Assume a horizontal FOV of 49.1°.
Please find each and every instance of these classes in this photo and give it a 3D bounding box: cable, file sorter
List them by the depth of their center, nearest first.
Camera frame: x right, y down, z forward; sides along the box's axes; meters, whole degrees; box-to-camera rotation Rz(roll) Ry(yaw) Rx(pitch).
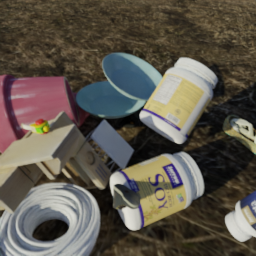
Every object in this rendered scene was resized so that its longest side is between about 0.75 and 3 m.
[{"bbox_3d":[-2.123,2.738,7.620,2.734,0.946,2.733,-6,36,-8],"label":"cable"},{"bbox_3d":[-0.765,0.724,9.455,1.499,0.933,1.040,47,34,-11],"label":"file sorter"}]

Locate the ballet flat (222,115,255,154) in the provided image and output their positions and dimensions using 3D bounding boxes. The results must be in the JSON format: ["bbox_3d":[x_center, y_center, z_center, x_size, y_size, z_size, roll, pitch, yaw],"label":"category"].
[{"bbox_3d":[4.806,0.329,10.830,0.942,0.942,2.664,-22,43,-26],"label":"ballet flat"}]

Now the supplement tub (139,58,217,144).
[{"bbox_3d":[1.631,-0.860,9.032,1.704,1.704,2.344,31,87,34],"label":"supplement tub"}]

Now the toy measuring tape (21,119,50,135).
[{"bbox_3d":[-2.235,-0.055,6.906,1.040,0.383,0.383,10,35,41],"label":"toy measuring tape"}]

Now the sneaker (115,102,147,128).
[{"bbox_3d":[-0.104,-0.934,12.330,1.592,1.062,2.779,-13,44,-27],"label":"sneaker"}]

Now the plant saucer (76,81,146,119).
[{"bbox_3d":[-0.664,-1.030,11.148,2.771,0.533,2.771,0,36,0],"label":"plant saucer"}]

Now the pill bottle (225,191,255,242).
[{"bbox_3d":[3.569,2.221,7.406,1.064,1.916,1.064,30,32,-21],"label":"pill bottle"}]

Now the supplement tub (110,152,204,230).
[{"bbox_3d":[0.808,1.749,8.125,2.314,1.682,1.682,-19,41,-17],"label":"supplement tub"}]

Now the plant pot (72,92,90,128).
[{"bbox_3d":[-2.296,-0.828,11.933,1.625,1.625,1.454,17,24,21],"label":"plant pot"}]

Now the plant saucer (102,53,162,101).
[{"bbox_3d":[0.190,-1.869,10.940,2.731,0.526,2.731,17,44,-17],"label":"plant saucer"}]

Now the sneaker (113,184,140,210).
[{"bbox_3d":[-0.042,1.790,6.681,0.396,0.562,1.059,-1,14,-26],"label":"sneaker"}]

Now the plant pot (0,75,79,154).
[{"bbox_3d":[-3.177,-0.597,9.768,2.548,2.847,2.847,-14,38,-2],"label":"plant pot"}]

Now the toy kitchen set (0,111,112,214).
[{"bbox_3d":[-1.650,1.366,7.375,2.438,2.696,2.988,-15,31,35],"label":"toy kitchen set"}]
